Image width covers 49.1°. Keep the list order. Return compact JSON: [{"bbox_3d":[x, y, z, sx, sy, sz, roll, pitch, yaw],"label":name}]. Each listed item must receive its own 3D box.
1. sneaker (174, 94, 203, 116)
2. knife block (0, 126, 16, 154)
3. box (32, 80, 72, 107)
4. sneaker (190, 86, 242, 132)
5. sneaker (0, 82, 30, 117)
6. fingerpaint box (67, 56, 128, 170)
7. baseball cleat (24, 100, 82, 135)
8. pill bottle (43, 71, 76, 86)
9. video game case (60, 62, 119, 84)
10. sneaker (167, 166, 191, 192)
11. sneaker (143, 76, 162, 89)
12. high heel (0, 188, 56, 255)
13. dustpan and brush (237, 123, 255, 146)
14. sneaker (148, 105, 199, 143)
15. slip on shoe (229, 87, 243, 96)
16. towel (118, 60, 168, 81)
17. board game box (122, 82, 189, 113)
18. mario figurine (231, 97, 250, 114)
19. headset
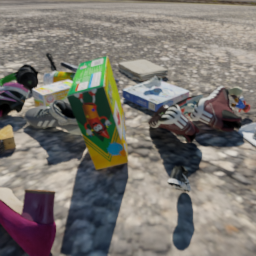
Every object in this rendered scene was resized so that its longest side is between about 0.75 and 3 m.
[{"bbox_3d":[2.076,-0.708,9.318,1.251,0.585,0.440,-24,11,-34],"label":"sneaker"},{"bbox_3d":[-3.696,0.387,7.862,0.968,0.353,1.103,-13,30,-23],"label":"knife block"},{"bbox_3d":[-2.575,-1.139,10.183,1.495,0.758,0.841,-23,36,-35],"label":"box"},{"bbox_3d":[3.139,-0.505,9.189,1.423,0.932,2.464,34,41,22],"label":"sneaker"},{"bbox_3d":[-4.586,-0.865,9.562,2.405,0.966,1.038,-7,64,19],"label":"sneaker"},{"bbox_3d":[-0.724,-0.505,7.555,0.928,2.111,2.530,-14,29,5],"label":"fingerpaint box"},{"bbox_3d":[-2.289,-0.469,8.478,2.334,1.242,0.814,10,57,18],"label":"baseball cleat"},{"bbox_3d":[-2.706,-1.905,11.513,1.437,0.798,0.798,6,30,11],"label":"pill bottle"},{"bbox_3d":[-1.634,-2.344,11.916,2.152,0.204,1.538,11,13,-33],"label":"video game case"},{"bbox_3d":[1.140,1.071,5.930,0.356,1.070,0.484,8,74,28],"label":"sneaker"},{"bbox_3d":[0.922,-1.761,10.606,0.869,0.432,0.338,-17,51,-33],"label":"sneaker"},{"bbox_3d":[-2.421,1.756,5.314,2.513,1.208,0.847,-5,-15,32],"label":"high heel"},{"bbox_3d":[4.296,0.046,8.301,1.661,0.475,1.159,-7,25,-12],"label":"dustpan and brush"},{"bbox_3d":[1.378,-0.024,8.363,1.251,0.820,2.166,40,-1,-8],"label":"sneaker"},{"bbox_3d":[4.264,-1.433,10.957,0.290,0.351,0.948,-4,7,-3],"label":"slip on shoe"},{"bbox_3d":[0.695,-2.817,13.574,1.589,0.413,2.397,-13,31,-23],"label":"towel"},{"bbox_3d":[1.060,-1.284,10.806,1.831,0.399,1.840,-24,37,-35],"label":"board game box"},{"bbox_3d":[3.780,-0.758,9.460,0.773,0.477,0.410,18,58,-31],"label":"mario figurine"},{"bbox_3d":[-4.296,-2.277,11.784,2.535,1.191,1.565,-18,33,-9],"label":"headset"}]
